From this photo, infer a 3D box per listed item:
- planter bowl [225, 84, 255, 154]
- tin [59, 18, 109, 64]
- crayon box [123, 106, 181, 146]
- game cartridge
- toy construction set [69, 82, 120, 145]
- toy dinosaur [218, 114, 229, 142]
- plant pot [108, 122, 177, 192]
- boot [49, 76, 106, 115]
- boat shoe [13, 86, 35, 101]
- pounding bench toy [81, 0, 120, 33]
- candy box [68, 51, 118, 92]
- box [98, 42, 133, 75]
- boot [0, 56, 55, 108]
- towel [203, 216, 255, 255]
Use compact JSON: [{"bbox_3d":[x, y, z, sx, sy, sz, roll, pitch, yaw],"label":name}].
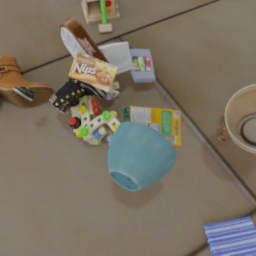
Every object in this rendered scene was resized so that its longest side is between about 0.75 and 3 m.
[{"bbox_3d":[3.391,-0.087,7.219,1.767,1.189,1.767,-5,69,14],"label":"planter bowl"},{"bbox_3d":[-1.341,-2.319,8.793,0.487,1.302,2.325,-38,95,-15],"label":"tin"},{"bbox_3d":[0.624,-0.004,7.192,1.538,0.397,0.967,3,85,-28],"label":"crayon box"},{"bbox_3d":[0.459,-2.259,10.127,0.868,0.267,1.304,-6,75,-15],"label":"game cartridge"},{"bbox_3d":[-0.997,-0.582,9.200,1.814,1.274,2.766,-20,47,17],"label":"toy construction set"},{"bbox_3d":[3.578,-0.107,9.473,1.713,0.518,0.910,-30,86,-11],"label":"toy dinosaur"},{"bbox_3d":[0.159,0.804,6.496,1.625,1.625,1.094,25,58,15],"label":"plant pot"},{"bbox_3d":[-1.592,-0.981,8.591,1.387,0.674,1.842,-48,50,-5],"label":"boot"},{"bbox_3d":[-2.988,-1.048,8.079,0.341,0.956,0.288,31,84,8],"label":"boat shoe"},{"bbox_3d":[-1.173,-5.550,12.002,1.519,1.907,2.445,-13,58,-8],"label":"pounding bench toy"},{"bbox_3d":[-0.942,-1.527,7.618,1.175,0.678,0.325,22,22,-4],"label":"candy box"},{"bbox_3d":[-0.651,-2.366,9.715,1.113,0.958,1.119,-26,26,-33],"label":"box"},{"bbox_3d":[-4.094,-1.736,10.231,2.758,1.058,2.141,-13,54,1],"label":"boot"},{"bbox_3d":[2.928,3.403,7.287,1.438,0.237,1.986,-9,58,-6],"label":"towel"}]
